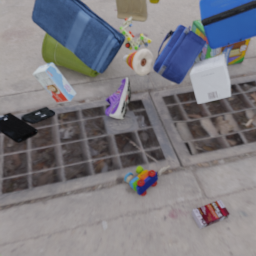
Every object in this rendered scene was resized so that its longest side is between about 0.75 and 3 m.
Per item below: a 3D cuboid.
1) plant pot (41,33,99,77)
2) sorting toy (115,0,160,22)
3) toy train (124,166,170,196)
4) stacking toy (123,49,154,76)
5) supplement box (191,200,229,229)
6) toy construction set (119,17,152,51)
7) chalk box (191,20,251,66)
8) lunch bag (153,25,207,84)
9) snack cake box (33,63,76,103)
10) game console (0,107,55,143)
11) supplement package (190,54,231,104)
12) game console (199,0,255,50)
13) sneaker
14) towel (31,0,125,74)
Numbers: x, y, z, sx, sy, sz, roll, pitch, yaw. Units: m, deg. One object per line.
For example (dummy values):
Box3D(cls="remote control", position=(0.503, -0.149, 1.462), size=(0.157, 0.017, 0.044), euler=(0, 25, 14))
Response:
Box3D(cls="plant pot", position=(-2.192, -3.441, 12.602), size=(2.300, 2.422, 2.422), euler=(31, 54, 8))
Box3D(cls="sorting toy", position=(0.360, -5.016, 10.550), size=(0.334, 1.856, 2.491), euler=(-30, 39, -33))
Box3D(cls="toy train", position=(0.603, 1.492, 9.121), size=(1.407, 0.596, 0.814), euler=(-36, 44, -28))
Box3D(cls="stacking toy", position=(0.216, -2.369, 9.799), size=(0.886, 0.886, 1.213), euler=(-31, 36, -25))
Box3D(cls="supplement box", position=(2.435, 2.551, 8.299), size=(0.960, 0.292, 0.522), euler=(-16, 50, -15))
Box3D(cls="toy construction set", position=(0.170, -3.587, 10.846), size=(1.436, 0.942, 0.662), euler=(55, 20, 6))
Box3D(cls="chalk box", position=(3.959, -3.993, 13.174), size=(2.834, 1.756, 1.769), euler=(-14, 49, -12))
Box3D(cls="lunch bag", position=(1.680, -2.577, 9.573), size=(1.258, 1.291, 1.901), euler=(31, 97, -2))
Box3D(cls="snack cake box", position=(-1.492, -0.895, 5.713), size=(0.462, 0.804, 0.270), euler=(-3, 45, 40))
Box3D(cls="game console", position=(-2.759, -0.193, 7.887), size=(1.066, 0.218, 1.807), euler=(29, 33, 19))
Box3D(cls="supplement package", position=(2.692, -1.617, 9.030), size=(1.028, 0.990, 1.808), euler=(-12, 20, 25))
Box3D(cls="game console", position=(3.111, -3.409, 8.535), size=(1.607, 0.951, 1.371), euler=(-11, 67, 28))
Box3D(cls="sneaker", position=(-0.415, -1.289, 11.408), size=(0.885, 0.855, 2.120), euler=(6, 49, 13))
Box3D(cls="towel", position=(-1.632, -3.181, 8.993), size=(2.969, 1.658, 0.721), euler=(38, 44, -5))
